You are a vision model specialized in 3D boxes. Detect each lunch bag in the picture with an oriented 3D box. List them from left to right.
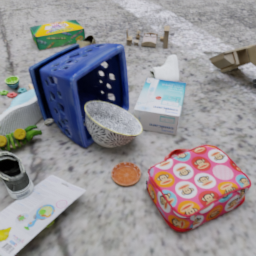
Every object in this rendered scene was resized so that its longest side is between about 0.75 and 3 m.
[{"bbox_3d":[1.882,1.522,8.195,2.643,1.083,2.328,-17,44,-19],"label":"lunch bag"}]

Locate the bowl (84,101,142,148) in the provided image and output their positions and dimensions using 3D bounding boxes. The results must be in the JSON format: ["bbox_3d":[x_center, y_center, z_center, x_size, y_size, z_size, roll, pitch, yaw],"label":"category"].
[{"bbox_3d":[-0.671,0.024,9.671,2.106,0.988,2.106,22,24,-11],"label":"bowl"}]

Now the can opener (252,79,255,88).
[{"bbox_3d":[6.496,-2.186,13.134,1.599,0.426,0.535,-11,9,-11],"label":"can opener"}]

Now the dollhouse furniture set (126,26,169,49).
[{"bbox_3d":[1.163,-5.437,16.288,2.411,1.067,1.250,6,41,8],"label":"dollhouse furniture set"}]

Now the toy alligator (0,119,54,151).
[{"bbox_3d":[-3.680,0.329,9.807,2.414,0.800,0.580,-22,87,-18],"label":"toy alligator"}]

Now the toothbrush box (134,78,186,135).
[{"bbox_3d":[1.292,-0.909,11.101,1.692,0.986,2.311,10,43,12],"label":"toothbrush box"}]

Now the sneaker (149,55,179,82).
[{"bbox_3d":[1.692,-2.870,13.490,1.317,0.840,2.280,4,42,0],"label":"sneaker"}]

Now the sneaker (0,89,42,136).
[{"bbox_3d":[-4.151,-0.632,10.850,1.228,1.108,2.998,10,33,26],"label":"sneaker"}]

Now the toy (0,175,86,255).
[{"bbox_3d":[-2.499,2.368,7.506,1.489,0.610,2.585,15,32,32],"label":"toy"}]

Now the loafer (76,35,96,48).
[{"bbox_3d":[-2.506,-4.159,14.930,1.006,0.893,2.647,11,42,13],"label":"loafer"}]

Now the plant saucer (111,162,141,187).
[{"bbox_3d":[-0.069,1.491,8.959,0.950,0.153,0.950,0,42,0],"label":"plant saucer"}]

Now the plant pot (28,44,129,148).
[{"bbox_3d":[-1.818,-1.450,10.413,2.586,2.876,2.876,20,44,30],"label":"plant pot"}]

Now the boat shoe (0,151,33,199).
[{"bbox_3d":[-3.653,1.159,8.566,0.914,0.823,2.585,-29,36,-31],"label":"boat shoe"}]

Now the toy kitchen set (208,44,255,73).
[{"bbox_3d":[5.306,-2.241,12.588,2.442,2.701,2.994,-16,4,-22],"label":"toy kitchen set"}]

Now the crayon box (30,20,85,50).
[{"bbox_3d":[-4.161,-5.548,16.580,2.835,0.826,1.684,-18,44,-19],"label":"crayon box"}]

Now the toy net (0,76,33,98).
[{"bbox_3d":[-4.626,-1.730,12.486,2.166,0.418,1.136,12,42,13],"label":"toy net"}]
